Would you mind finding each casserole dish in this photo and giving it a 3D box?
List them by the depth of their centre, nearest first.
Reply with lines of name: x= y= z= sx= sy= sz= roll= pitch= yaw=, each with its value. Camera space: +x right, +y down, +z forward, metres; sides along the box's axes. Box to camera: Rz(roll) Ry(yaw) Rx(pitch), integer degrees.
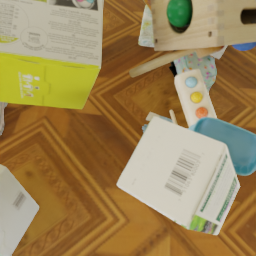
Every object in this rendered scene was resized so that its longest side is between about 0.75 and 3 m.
casserole dish: x=1.827 y=0.303 z=5.267 sx=1.453 sy=0.880 sz=0.282 roll=24 pitch=29 yaw=20

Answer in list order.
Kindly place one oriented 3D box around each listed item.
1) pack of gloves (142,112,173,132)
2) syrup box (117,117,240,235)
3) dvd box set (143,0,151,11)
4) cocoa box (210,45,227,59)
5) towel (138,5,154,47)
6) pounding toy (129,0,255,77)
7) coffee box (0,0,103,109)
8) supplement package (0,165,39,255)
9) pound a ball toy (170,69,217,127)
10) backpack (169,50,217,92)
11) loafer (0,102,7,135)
pack of gloves: x=0.956 y=-0.027 z=8.959 sx=0.924 sy=0.182 sz=0.777 roll=21 pitch=66 yaw=20
syrup box: x=1.085 y=0.997 z=4.822 sx=1.181 sy=2.900 sz=1.142 roll=24 pitch=81 yaw=32
dvd box set: x=0.534 y=-4.319 z=8.629 sx=0.329 sy=2.235 sz=1.636 roll=-30 pitch=21 yaw=24
cocoa box: x=2.842 y=-2.751 z=9.000 sx=0.545 sy=0.818 sz=0.536 roll=17 pitch=30 yaw=-16
towel: x=1.653 y=-4.154 z=11.441 sx=2.173 sy=0.611 sz=2.539 roll=5 pitch=56 yaw=7
pounding toy: x=1.836 y=-2.505 z=7.097 sx=2.985 sy=2.122 sz=2.748 roll=-14 pitch=17 yaw=-25
coffee box: x=-2.161 y=-2.146 z=6.892 sx=2.607 sy=2.603 sz=2.578 roll=5 pitch=71 yaw=-17
supplement package: x=-3.361 y=1.950 z=6.173 sx=1.383 sy=2.495 sz=1.943 roll=19 pitch=58 yaw=12
pound a ball toy: x=1.526 y=-0.524 z=7.022 sx=1.085 sy=0.707 sz=1.665 roll=-15 pitch=77 yaw=4
backpack: x=2.288 y=-2.032 z=9.663 sx=1.531 sy=1.161 sz=1.835 roll=-1 pitch=58 yaw=-3
loafer: x=-4.384 y=-0.574 z=8.945 sx=0.813 sy=0.711 sz=2.262 roll=-2 pitch=56 yaw=-1
